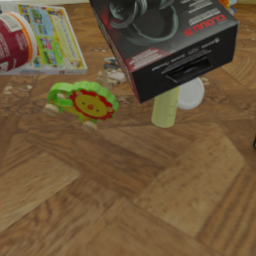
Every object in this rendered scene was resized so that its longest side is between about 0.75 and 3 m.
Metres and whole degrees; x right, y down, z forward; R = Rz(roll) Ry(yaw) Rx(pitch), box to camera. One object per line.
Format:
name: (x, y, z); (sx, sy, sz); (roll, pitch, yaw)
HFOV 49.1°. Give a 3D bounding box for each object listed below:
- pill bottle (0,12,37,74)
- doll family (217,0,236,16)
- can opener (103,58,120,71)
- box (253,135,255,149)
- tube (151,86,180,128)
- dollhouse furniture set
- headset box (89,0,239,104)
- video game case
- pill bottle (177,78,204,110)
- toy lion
pill bottle: (-2.872, -1.507, 5.454); (1.091, 1.091, 1.911); (22, 41, 32)
doll family: (1.852, -3.170, 6.612); (1.824, 0.822, 1.132); (46, 62, 8)
can opener: (-0.132, -3.045, 13.616); (2.179, 0.729, 0.581); (3, 27, -22)
box: (4.617, 0.810, 7.074); (1.835, 0.531, 2.309); (-4, 31, -7)
tube: (0.829, -0.922, 5.555); (0.506, 1.947, 0.565); (-4, 34, -15)
dollhouse furniture set: (-0.529, -2.532, 12.252); (1.122, 0.958, 2.164); (22, 38, 32)
headset box: (0.475, -1.443, 4.156); (1.527, 0.793, 2.052); (-24, 59, -1)
video game case: (-2.496, -2.401, 7.407); (2.259, 0.284, 2.482); (-7, 60, -30)
pill bottle: (1.158, -0.911, 6.892); (0.822, 0.822, 1.421); (-9, 11, -15)
toy lion: (-0.828, -0.453, 5.048); (1.230, 1.179, 0.422); (24, 57, -8)
